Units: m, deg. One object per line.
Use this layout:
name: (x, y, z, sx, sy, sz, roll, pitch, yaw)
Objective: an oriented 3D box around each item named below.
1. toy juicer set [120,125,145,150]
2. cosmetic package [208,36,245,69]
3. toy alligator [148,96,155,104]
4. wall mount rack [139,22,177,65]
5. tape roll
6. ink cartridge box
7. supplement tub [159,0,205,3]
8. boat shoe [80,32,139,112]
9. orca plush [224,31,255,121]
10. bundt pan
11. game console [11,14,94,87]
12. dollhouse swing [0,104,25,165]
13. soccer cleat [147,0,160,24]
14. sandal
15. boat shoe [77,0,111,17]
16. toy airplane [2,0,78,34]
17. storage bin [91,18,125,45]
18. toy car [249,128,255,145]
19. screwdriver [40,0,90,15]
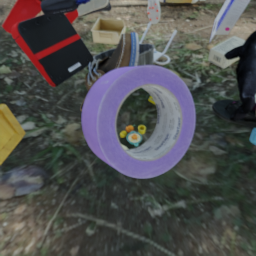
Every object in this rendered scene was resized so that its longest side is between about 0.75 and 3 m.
toy juicer set: (0.064, 0.295, 8.471, 0.716, 0.306, 1.126, 13, 48, 12)
cosmetic package: (4.191, -3.155, 11.615, 1.631, 0.580, 0.858, -30, 53, -26)
toy alligator: (1.102, -1.225, 9.707, 0.782, 0.855, 2.882, 17, 14, -48)
wall mount rack: (0.953, -3.571, 11.850, 2.230, 0.832, 1.938, 28, 52, 23)
tape roll: (0.185, -0.122, 4.641, 1.774, 1.774, 0.754, -24, 19, -22)
ink cartridge box: (2.990, -3.491, 7.774, 0.442, 2.384, 1.129, 21, 62, -2)
supplement tub: (2.980, -7.791, 15.216, 2.564, 1.852, 1.852, 3, 46, 3)
boat shoe: (-0.506, -1.039, 6.341, 0.938, 2.591, 0.936, 11, 46, -15)
orca plush: (2.699, -1.413, 6.436, 1.001, 1.481, 2.816, 14, 70, 32)
bundt pan: (-0.109, -2.395, 10.354, 2.337, 0.877, 2.337, -9, 26, 5)
game console: (-1.526, -1.724, 5.916, 0.245, 1.396, 1.579, -21, 20, 38)
dollhouse swing: (-3.125, 0.343, 4.437, 1.901, 1.965, 2.163, 44, 31, -19)
soccer cleat: (0.750, -3.697, 8.233, 0.414, 1.194, 0.463, -1, 26, 28)
sandal: (4.019, -0.482, 9.005, 2.548, 0.610, 0.958, 22, 50, 20)
boat shoe: (-1.396, -4.260, 10.127, 1.694, 0.531, 0.615, -5, 75, 22)
toy airplane: (-2.279, -3.351, 7.809, 0.464, 2.524, 2.524, 40, 57, 21)
storage bin: (-0.871, -4.451, 12.859, 1.284, 0.606, 1.294, 8, 46, 8)
toy car: (3.465, -0.131, 5.156, 1.514, 1.578, 1.712, 6, 18, -24)
screwdriver: (-0.551, -2.598, 5.417, 2.445, 0.356, 0.341, -11, 57, 12)
